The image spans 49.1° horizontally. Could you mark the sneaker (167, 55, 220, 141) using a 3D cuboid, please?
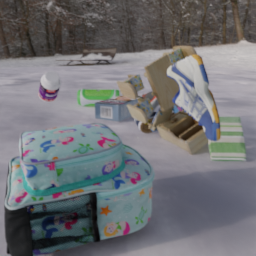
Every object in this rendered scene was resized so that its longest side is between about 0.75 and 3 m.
[{"bbox_3d":[1.757,-0.684,7.445,1.042,2.363,0.890,-17,12,18],"label":"sneaker"}]

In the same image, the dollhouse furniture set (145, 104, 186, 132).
[{"bbox_3d":[1.321,-0.871,10.231,1.606,1.516,1.048,-21,59,-26],"label":"dollhouse furniture set"}]

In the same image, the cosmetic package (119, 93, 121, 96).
[{"bbox_3d":[-0.776,-2.189,18.781,0.321,0.197,0.778,6,17,20],"label":"cosmetic package"}]

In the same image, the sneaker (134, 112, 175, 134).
[{"bbox_3d":[1.309,-0.375,11.432,2.205,0.773,1.196,-8,22,-18],"label":"sneaker"}]

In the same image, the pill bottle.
[{"bbox_3d":[-3.229,-1.703,11.536,0.795,0.795,1.413,-8,-21,-27],"label":"pill bottle"}]

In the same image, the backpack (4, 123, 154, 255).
[{"bbox_3d":[-0.835,0.963,5.129,2.562,1.929,2.275,0,16,-20],"label":"backpack"}]

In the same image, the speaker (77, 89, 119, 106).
[{"bbox_3d":[-1.644,-1.688,15.665,2.283,1.009,1.009,0,16,1],"label":"speaker"}]

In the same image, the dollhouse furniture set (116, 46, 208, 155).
[{"bbox_3d":[1.511,-0.854,8.991,2.484,2.834,1.883,-33,27,-15],"label":"dollhouse furniture set"}]

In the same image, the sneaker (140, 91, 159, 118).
[{"bbox_3d":[0.886,-1.203,11.034,0.800,0.753,1.954,25,48,22],"label":"sneaker"}]

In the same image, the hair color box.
[{"bbox_3d":[-0.332,-1.015,13.627,1.310,0.803,2.647,8,17,28],"label":"hair color box"}]

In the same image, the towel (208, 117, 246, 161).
[{"bbox_3d":[2.926,0.313,8.432,1.100,1.443,0.169,1,-28,1],"label":"towel"}]
